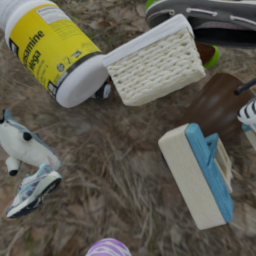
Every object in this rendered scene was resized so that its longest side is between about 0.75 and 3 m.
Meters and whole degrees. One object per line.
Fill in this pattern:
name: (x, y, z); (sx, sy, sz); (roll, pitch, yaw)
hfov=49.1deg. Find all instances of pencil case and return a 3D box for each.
pencil case: (-0.534, 2.747, 4.538); (1.035, 2.466, 1.054); (44, 97, 6)

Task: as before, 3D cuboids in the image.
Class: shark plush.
shark plush: (-2.348, 0.292, 6.187); (2.188, 0.911, 0.994); (26, 103, 40)

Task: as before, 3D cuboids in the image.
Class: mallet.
mallet: (3.323, -1.261, 6.922); (2.015, 0.664, 0.415); (-31, 82, -12)

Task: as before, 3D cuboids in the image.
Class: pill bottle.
pill bottle: (-1.727, -1.822, 6.260); (1.451, 1.451, 2.580); (-41, 83, -20)

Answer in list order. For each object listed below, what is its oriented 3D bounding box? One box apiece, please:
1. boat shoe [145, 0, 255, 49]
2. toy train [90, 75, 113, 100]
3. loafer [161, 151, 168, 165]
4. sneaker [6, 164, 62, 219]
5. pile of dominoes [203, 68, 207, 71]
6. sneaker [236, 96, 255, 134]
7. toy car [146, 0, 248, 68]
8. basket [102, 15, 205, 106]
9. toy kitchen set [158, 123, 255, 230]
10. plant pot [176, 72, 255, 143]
boat shoe: (1.588, -2.126, 5.776); (2.735, 0.914, 0.779); (9, 65, 19)
toy train: (-1.630, -1.719, 9.575); (2.375, 1.012, 1.353); (13, 74, 5)
loafer: (1.755, 1.094, 8.178); (1.801, 0.567, 0.647); (38, 68, 19)
sneaker: (-1.496, 0.975, 4.319); (1.008, 0.391, 0.435); (-42, 67, -2)
pile of dominoes: (1.448, -2.381, 10.363); (2.450, 0.390, 1.910); (-21, 63, -2)
sneaker: (2.918, -0.119, 5.331); (2.241, 0.841, 1.294); (-27, 83, -42)
toy car: (2.337, -3.039, 7.440); (2.282, 2.778, 2.192); (-4, 75, -48)
basket: (0.563, -1.183, 5.416); (1.687, 1.144, 1.041); (-24, 85, 21)
toy kitchen set: (2.306, 0.263, 5.631); (2.346, 2.928, 1.725); (-25, 93, 24)
plant pot: (2.512, -0.273, 8.374); (2.050, 1.916, 1.916); (-40, 68, -6)
